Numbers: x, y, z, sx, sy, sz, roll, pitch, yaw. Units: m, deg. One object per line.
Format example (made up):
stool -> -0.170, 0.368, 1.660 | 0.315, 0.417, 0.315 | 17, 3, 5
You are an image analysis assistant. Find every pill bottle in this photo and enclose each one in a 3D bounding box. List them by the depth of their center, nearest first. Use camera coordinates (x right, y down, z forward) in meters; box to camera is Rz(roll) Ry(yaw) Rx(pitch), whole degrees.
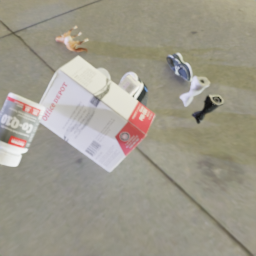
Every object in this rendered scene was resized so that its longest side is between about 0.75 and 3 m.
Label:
pill bottle -> -2.737, 0.057, 6.771 | 0.909, 0.909, 1.595 | 21, 87, 17
pill bottle -> -0.813, -1.407, 8.235 | 0.552, 0.970, 0.552 | 0, 87, -8

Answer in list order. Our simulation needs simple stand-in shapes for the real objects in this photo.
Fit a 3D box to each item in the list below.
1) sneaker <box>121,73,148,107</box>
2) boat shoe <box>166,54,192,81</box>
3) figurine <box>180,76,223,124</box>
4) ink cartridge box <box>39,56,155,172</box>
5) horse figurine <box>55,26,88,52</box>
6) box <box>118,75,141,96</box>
sneaker -> -0.042, -0.646, 9.839 | 0.845, 1.293, 2.312 | 31, 88, 48
boat shoe -> 2.085, -2.445, 11.476 | 0.544, 0.682, 1.804 | -10, 39, -9
figurine -> 2.187, -0.844, 8.710 | 0.504, 1.142, 1.170 | -18, 68, -34
ink cartridge box -> -0.917, -0.329, 7.590 | 2.628, 1.929, 1.089 | 37, 38, -6
horse figurine -> -2.541, -3.977, 12.823 | 1.154, 0.435, 1.741 | -32, 62, -10
box -> -0.556, -0.620, 8.704 | 0.499, 2.406, 0.466 | 44, 25, 4
